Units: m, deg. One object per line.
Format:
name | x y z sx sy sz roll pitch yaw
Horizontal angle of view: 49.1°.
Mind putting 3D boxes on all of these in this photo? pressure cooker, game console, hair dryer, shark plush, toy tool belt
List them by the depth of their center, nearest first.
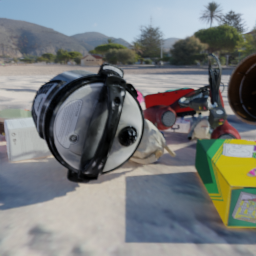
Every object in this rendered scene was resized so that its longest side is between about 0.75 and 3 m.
pressure cooker | -0.769 -0.164 5.683 2.036 2.005 2.279 -30 26 -15
toy tool belt | 0.322 0.312 7.320 1.143 1.162 1.861 26 -1 -33
hair dryer | 2.523 -0.326 7.346 0.774 2.849 2.170 -2 55 18
hair dryer | 1.429 -0.525 8.145 2.598 0.706 1.979 -12 14 34
shark plush | 2.458 -0.143 9.312 0.858 0.787 1.889 3 14 14
game console | 1.535 -0.893 10.330 1.795 1.065 1.547 -7 12 7

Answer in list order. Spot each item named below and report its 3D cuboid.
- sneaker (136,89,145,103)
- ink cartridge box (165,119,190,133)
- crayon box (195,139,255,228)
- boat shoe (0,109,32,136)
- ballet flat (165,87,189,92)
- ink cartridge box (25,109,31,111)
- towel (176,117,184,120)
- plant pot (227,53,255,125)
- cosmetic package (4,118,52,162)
sneaker | 0.115 -1.120 13.614 0.993 0.822 2.081 -37 7 34
ink cartridge box | 1.758 -0.084 10.009 0.819 0.345 0.593 5 14 19
crayon box | 2.793 0.873 5.113 2.673 0.779 2.306 0 14 1
boat shoe | -2.880 -0.116 9.108 2.523 0.760 0.899 2 27 -17
ballet flat | 3.238 -2.159 17.723 2.368 0.797 0.833 -4 6 -20
ink cartridge box | -3.834 -0.414 10.697 1.634 0.411 0.890 11 13 -2
towel | 1.095 -0.522 12.003 2.263 0.269 1.662 -2 13 -9
plant pot | 6.096 -1.538 11.489 2.775 2.803 2.803 -1 12 -34
cosmetic package | -2.182 0.191 7.759 2.213 0.898 1.249 -5 15 -25
